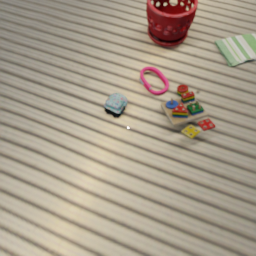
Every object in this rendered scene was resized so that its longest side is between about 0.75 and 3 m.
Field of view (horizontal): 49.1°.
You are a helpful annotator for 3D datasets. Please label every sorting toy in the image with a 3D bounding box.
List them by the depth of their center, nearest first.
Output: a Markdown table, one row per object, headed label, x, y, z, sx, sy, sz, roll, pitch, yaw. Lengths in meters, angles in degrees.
| label | x | y | z | sx | sy | sz | roll | pitch | yaw |
| --- | --- | --- | --- | --- | --- | --- | --- | --- | --- |
| sorting toy | 2.049 | -0.741 | 10.250 | 1.332 | 0.467 | 2.762 | -16 | 43 | -6 |

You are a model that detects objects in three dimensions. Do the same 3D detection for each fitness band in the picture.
| label | x | y | z | sx | sy | sz | roll | pitch | yaw |
| --- | --- | --- | --- | --- | --- | --- | --- | --- | --- |
| fitness band | 1.059 | -1.960 | 11.504 | 1.011 | 0.264 | 1.408 | -24 | 67 | -22 |

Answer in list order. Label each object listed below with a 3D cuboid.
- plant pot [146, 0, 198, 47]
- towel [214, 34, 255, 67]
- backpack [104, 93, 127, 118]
| label | x | y | z | sx | sy | sz | roll | pitch | yaw |
| --- | --- | --- | --- | --- | --- | --- | --- | --- | --- |
| plant pot | 1.830 | -4.806 | 12.321 | 2.138 | 1.947 | 2.138 | 0 | 58 | 0 |
| towel | 5.170 | -3.551 | 12.579 | 2.097 | 0.245 | 1.600 | -15 | 60 | -7 |
| backpack | -0.452 | -0.934 | 10.777 | 0.779 | 0.661 | 0.877 | 27 | 57 | 15 |
